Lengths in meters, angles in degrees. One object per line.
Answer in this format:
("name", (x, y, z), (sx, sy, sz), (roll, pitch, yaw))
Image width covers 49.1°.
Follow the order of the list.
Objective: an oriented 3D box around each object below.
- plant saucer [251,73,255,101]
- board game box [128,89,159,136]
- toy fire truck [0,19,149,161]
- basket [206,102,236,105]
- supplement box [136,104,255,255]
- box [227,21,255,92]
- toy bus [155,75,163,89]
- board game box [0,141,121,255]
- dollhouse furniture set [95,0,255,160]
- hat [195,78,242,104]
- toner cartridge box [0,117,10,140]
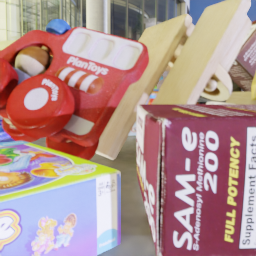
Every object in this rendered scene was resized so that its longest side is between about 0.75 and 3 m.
("plant saucer", (2.387, -1.148, 4.641), (0.307, 1.266, 1.266), (16, 24, 18))
("board game box", (0.544, -0.292, 5.609), (1.022, 1.044, 0.292), (1, 47, -19))
("toy fire truck", (-0.911, -0.595, 3.492), (1.973, 1.656, 1.106), (22, -20, 23))
("basket", (1.688, 0.016, 4.390), (0.725, 0.797, 1.176), (4, 7, -1))
("supplement box", (1.495, 0.238, 2.241), (2.776, 0.845, 1.510), (0, 8, -2))
("box", (3.858, -1.409, 7.476), (2.754, 1.379, 1.032), (40, -4, -12))
("toy bus", (-0.305, -0.903, 8.788), (2.619, 1.353, 2.472), (-31, 34, -16))
("board game box", (-1.317, 0.517, 1.504), (2.170, 0.486, 1.459), (-7, 10, -43))
("dollhouse furniture set", (1.501, 0.120, 4.357), (2.990, 2.436, 2.844), (36, -13, -28))
("hat", (2.737, -0.958, 8.435), (2.546, 1.027, 2.546), (18, -5, 2))
("toner cartridge box", (-2.321, 0.001, 5.342), (0.628, 0.285, 1.322), (-27, 1, 15))
